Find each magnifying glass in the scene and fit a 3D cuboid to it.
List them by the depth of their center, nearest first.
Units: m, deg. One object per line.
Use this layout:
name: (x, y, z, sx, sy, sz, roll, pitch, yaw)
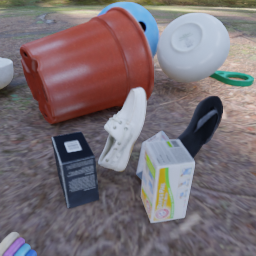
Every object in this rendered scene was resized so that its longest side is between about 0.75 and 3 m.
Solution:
magnifying glass: (3.665, -2.187, 11.404, 2.792, 0.313, 1.111, 22, 35, 37)

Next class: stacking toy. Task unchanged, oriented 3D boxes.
stacking toy: (-1.182, 1.769, 3.504, 1.011, 0.431, 0.431, 35, 34, 3)

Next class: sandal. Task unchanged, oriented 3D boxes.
sandal: (1.529, 0.056, 5.756, 1.779, 0.676, 0.381, -52, 25, -23)

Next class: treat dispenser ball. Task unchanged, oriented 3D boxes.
treat dispenser ball: (-0.138, -3.584, 11.323, 2.764, 2.764, 2.764, 0, 28, 0)

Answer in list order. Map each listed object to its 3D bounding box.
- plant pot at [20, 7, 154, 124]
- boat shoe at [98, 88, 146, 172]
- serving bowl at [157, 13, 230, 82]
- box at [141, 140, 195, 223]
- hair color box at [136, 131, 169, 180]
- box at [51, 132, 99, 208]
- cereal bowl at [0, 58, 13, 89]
plant pot: (-1.269, -1.599, 7.942, 2.847, 2.927, 2.927, -24, 35, -23)
boat shoe: (-0.140, 0.033, 4.990, 0.559, 1.614, 0.571, 12, 16, -20)
serving bowl: (1.998, -2.747, 9.125, 2.418, 2.418, 0.795, 17, -6, 29)
box: (0.614, 0.889, 4.650, 0.610, 1.203, 0.677, -5, 31, -12)
hair color box: (0.553, 0.588, 5.786, 0.579, 0.355, 1.170, -34, 18, 24)
box: (-0.985, 0.741, 5.179, 0.612, 0.971, 0.987, -11, 30, -19)
cereal bowl: (-5.167, -1.661, 9.567, 2.453, 1.022, 2.453, -1, 25, 0)
